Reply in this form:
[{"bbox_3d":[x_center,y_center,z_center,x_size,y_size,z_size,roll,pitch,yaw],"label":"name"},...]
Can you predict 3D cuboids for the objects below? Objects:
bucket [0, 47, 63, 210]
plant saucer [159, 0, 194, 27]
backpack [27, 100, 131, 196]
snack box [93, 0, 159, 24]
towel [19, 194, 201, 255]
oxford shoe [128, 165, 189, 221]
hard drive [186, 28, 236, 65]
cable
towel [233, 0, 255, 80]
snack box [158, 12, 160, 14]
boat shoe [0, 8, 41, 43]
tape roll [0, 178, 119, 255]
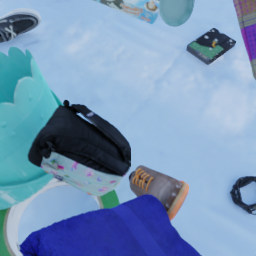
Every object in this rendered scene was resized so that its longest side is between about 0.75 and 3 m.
[{"bbox_3d":[-2.724,0.019,5.691,3.082,2.005,3.082,-14,42,13],"label":"bucket"},{"bbox_3d":[1.001,-2.649,5.992,0.903,0.903,0.162,-26,33,-16],"label":"plant saucer"},{"bbox_3d":[-0.683,0.396,4.425,1.460,0.924,1.218,28,45,-9],"label":"backpack"},{"bbox_3d":[-0.169,-3.524,7.070,2.084,0.387,1.211,17,63,-12],"label":"snack box"},{"bbox_3d":[0.061,0.992,1.866,0.343,1.386,1.023,-51,63,19],"label":"towel"},{"bbox_3d":[0.260,0.711,3.188,0.523,1.434,0.511,34,78,-2],"label":"oxford shoe"},{"bbox_3d":[2.659,-2.629,8.977,1.344,0.254,0.939,-37,64,-22],"label":"hard drive"},{"bbox_3d":[2.745,1.457,6.331,0.743,0.231,0.911,28,63,23],"label":"cable"},{"bbox_3d":[3.183,-2.229,5.611,1.766,2.459,0.280,-11,17,33],"label":"towel"},{"bbox_3d":[0.741,-4.456,10.162,1.085,0.287,0.772,-5,57,-4],"label":"snack box"},{"bbox_3d":[-3.926,-3.159,9.002,2.294,0.823,0.777,-15,57,-7],"label":"boat shoe"},{"bbox_3d":[-1.445,1.928,5.744,2.633,0.633,2.633,0,56,1],"label":"tape roll"}]
